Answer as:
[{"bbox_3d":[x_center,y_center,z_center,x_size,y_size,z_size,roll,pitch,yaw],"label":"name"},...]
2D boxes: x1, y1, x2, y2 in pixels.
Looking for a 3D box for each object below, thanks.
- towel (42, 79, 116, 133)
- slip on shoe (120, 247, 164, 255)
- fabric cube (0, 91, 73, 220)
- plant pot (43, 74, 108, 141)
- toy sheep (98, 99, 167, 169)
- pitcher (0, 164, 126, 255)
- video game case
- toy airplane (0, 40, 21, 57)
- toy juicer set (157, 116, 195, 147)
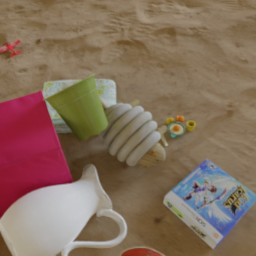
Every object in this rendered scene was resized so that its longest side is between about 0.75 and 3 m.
[{"bbox_3d":[-1.962,-0.954,10.918,2.986,0.719,2.556,-2,49,-2],"label":"towel"},{"bbox_3d":[0.514,3.286,6.556,2.088,0.639,0.774,-5,73,43],"label":"slip on shoe"},{"bbox_3d":[-3.175,0.843,8.134,2.469,2.477,2.430,-20,52,-14],"label":"fabric cube"},{"bbox_3d":[-1.329,-0.508,8.005,1.596,1.515,1.596,-25,14,7],"label":"plant pot"},{"bbox_3d":[0.033,0.114,9.118,2.931,2.021,2.021,41,58,11],"label":"toy sheep"},{"bbox_3d":[-1.606,2.509,7.317,2.774,1.681,2.380,-25,62,-35],"label":"pitcher"},{"bbox_3d":[2.429,2.131,8.296,2.066,0.470,1.873,-34,57,-27],"label":"video game case"},{"bbox_3d":[-5.796,-3.928,13.921,1.300,0.239,1.300,-2,51,2],"label":"toy airplane"},{"bbox_3d":[1.648,-0.034,10.291,1.507,0.410,0.958,-29,54,-23],"label":"toy juicer set"}]
